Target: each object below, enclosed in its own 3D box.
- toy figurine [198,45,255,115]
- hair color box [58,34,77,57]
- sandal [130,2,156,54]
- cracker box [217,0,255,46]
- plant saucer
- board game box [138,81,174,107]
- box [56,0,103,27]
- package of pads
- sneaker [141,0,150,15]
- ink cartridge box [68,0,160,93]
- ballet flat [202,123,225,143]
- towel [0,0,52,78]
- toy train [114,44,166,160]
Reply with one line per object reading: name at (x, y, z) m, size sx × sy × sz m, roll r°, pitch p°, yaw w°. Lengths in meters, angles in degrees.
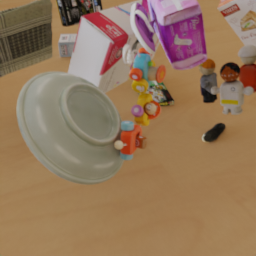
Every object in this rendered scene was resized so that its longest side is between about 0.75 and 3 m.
toy figurine at (2.780, -1.267, 6.912) m, size 1.856 × 1.311 × 1.885 m, roll -13°, pitch 22°, yaw -4°
hair color box at (-2.154, -4.198, 14.154) m, size 2.530 × 0.767 × 1.253 m, roll -2°, pitch 37°, yaw -4°
sandal at (0.301, -1.864, 4.959) m, size 0.538 × 0.325 × 1.322 m, roll 25°, pitch 43°, yaw -40°
cracker box at (3.771, -3.156, 8.048) m, size 1.394 × 2.081 × 0.600 m, roll -9°, pitch 49°, yaw 53°
plant saucer at (-0.869, -0.175, 5.670) m, size 2.589 × 0.650 × 2.589 m, roll 29°, pitch 44°, yaw -32°
board game box at (0.941, -1.492, 11.041) m, size 1.134 × 0.254 × 2.165 m, roll -8°, pitch 38°, yaw -7°
box at (-1.446, -3.841, 7.984) m, size 1.280 × 1.603 × 0.395 m, roll -28°, pitch 34°, yaw -28°
package of pads at (0.856, -2.054, 5.285) m, size 0.713 × 1.135 × 1.883 m, roll -18°, pitch 44°, yaw 7°
sneaker at (0.658, -3.340, 7.143) m, size 0.598 × 0.551 × 1.356 m, roll 3°, pitch 53°, yaw -21°
ink cartridge box at (-0.236, -2.268, 7.887) m, size 1.151 × 1.984 × 2.689 m, roll 42°, pitch 48°, yaw 14°
ballet flat at (2.690, 0.175, 8.866) m, size 1.116 × 0.371 × 0.317 m, roll -29°, pitch 4°, yaw -33°
towel at (-3.513, -2.430, 8.087) m, size 2.884 × 2.777 × 0.498 m, roll -28°, pitch 79°, yaw -23°
toy train at (0.317, -0.524, 5.755) m, size 0.625 × 2.246 × 1.687 m, roll 8°, pitch 16°, yaw 18°
